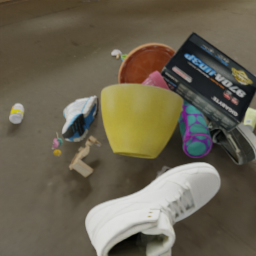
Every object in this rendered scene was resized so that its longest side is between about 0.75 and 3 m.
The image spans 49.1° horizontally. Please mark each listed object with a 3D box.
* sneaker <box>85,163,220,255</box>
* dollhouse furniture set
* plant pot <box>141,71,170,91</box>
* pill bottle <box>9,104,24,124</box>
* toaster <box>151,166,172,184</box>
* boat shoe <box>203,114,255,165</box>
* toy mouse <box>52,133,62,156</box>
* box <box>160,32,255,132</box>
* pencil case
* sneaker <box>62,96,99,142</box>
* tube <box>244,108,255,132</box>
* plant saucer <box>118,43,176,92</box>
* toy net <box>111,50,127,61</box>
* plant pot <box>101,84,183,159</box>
[{"bbox_3d":[0.740,1.622,5.101,2.931,1.080,1.694,-23,10,-12],"label":"sneaker"},{"bbox_3d":[-1.315,0.936,8.811,0.552,0.647,1.247,40,39,-15],"label":"dollhouse furniture set"},{"bbox_3d":[0.723,-1.035,8.633,0.984,1.100,1.100,-30,42,3],"label":"plant pot"},{"bbox_3d":[-4.211,-0.559,10.625,0.444,0.444,0.812,-6,39,-7],"label":"pill bottle"},{"bbox_3d":[1.149,1.650,7.810,0.973,0.577,0.879,21,45,23],"label":"toaster"},{"bbox_3d":[3.156,0.018,9.401,0.951,1.056,2.988,-24,41,-5],"label":"boat shoe"},{"bbox_3d":[-2.135,0.494,8.525,0.154,0.798,0.709,3,81,5],"label":"toy mouse"},{"bbox_3d":[2.640,-1.552,9.010,2.830,0.651,2.249,37,58,2],"label":"box"},{"bbox_3d":[2.100,-0.062,9.293,1.027,0.946,2.222,37,28,-24],"label":"pencil case"},{"bbox_3d":[-1.928,-0.332,10.119,1.093,0.945,2.522,3,31,14],"label":"sneaker"},{"bbox_3d":[4.595,-0.328,10.452,0.377,0.422,1.453,-28,14,43],"label":"tube"},{"bbox_3d":[0.892,-1.899,10.532,2.533,2.533,0.409,-4,29,-5],"label":"plant saucer"},{"bbox_3d":[-0.306,-3.875,14.809,0.799,0.294,1.523,-24,45,-26],"label":"toy net"},{"bbox_3d":[0.312,-0.044,8.222,2.445,2.445,1.735,5,79,7],"label":"plant pot"}]
